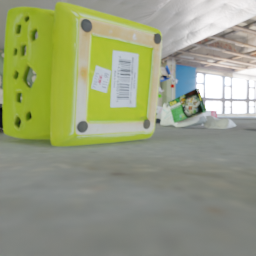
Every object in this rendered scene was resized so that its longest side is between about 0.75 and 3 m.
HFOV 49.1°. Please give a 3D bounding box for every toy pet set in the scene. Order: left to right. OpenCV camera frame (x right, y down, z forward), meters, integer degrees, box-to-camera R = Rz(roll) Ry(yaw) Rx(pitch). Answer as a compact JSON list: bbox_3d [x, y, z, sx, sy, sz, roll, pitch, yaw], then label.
[{"bbox_3d":[1.673,-2.066,12.791,0.737,1.295,1.387,-4,-20,-39],"label":"toy pet set"}]

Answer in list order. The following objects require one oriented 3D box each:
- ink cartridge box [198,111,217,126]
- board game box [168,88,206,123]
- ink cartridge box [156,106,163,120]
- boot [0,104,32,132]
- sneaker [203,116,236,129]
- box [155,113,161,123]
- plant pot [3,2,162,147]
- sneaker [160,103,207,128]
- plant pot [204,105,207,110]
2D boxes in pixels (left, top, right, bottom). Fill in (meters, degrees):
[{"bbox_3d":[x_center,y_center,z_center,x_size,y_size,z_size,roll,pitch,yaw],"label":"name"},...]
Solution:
[{"bbox_3d":[3.124,-0.462,13.216,1.719,0.729,1.252,-2,2,-20],"label":"ink cartridge box"},{"bbox_3d":[2.180,-0.801,10.582,0.206,0.919,1.755,-14,-4,-28],"label":"board game box"},{"bbox_3d":[1.784,-0.687,14.132,0.969,0.329,0.558,23,49,9],"label":"ink cartridge box"},{"bbox_3d":[-3.380,-0.318,9.123,2.015,0.979,2.676,0,-3,8],"label":"boot"},{"bbox_3d":[3.577,-0.155,11.047,0.607,0.516,1.373,13,1,-33],"label":"sneaker"},{"bbox_3d":[1.180,-0.712,17.646,2.320,0.750,2.942,0,3,-21],"label":"box"},{"bbox_3d":[-0.895,-1.053,6.194,2.868,2.882,2.615,-2,10,-40],"label":"plant pot"},{"bbox_3d":[2.208,-0.594,11.907,0.970,1.105,2.758,-6,7,-27],"label":"sneaker"},{"bbox_3d":[4.009,-0.908,17.857,1.496,1.400,1.400,-20,15,-37],"label":"plant pot"}]
